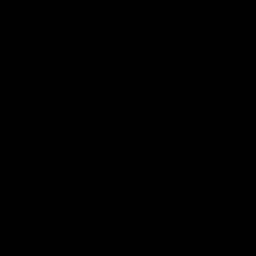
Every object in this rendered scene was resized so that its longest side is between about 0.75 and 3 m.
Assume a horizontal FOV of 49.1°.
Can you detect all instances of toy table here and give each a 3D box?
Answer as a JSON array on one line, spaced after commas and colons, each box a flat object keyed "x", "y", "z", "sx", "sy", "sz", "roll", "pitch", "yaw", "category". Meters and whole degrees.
[{"x": -0.661, "y": 0.035, "z": 0.455, "sx": 2.557, "sy": 2.351, "sz": 1.498, "roll": -16, "pitch": -6, "yaw": -5, "category": "toy table"}]
